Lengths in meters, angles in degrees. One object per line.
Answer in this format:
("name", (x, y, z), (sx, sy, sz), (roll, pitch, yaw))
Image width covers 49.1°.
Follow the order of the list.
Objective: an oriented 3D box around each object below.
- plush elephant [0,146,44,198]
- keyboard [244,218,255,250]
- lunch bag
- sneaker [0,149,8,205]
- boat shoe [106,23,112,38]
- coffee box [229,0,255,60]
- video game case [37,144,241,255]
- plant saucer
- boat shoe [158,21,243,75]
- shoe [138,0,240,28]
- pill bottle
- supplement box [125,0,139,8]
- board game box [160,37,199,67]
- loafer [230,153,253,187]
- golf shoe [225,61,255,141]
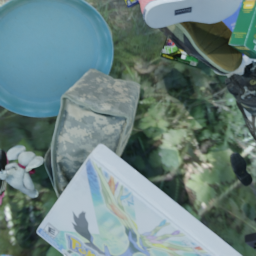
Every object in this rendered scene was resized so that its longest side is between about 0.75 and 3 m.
("plush elephant", (-1.832, 0.709, 4.962), (0.720, 0.874, 0.677), (35, 75, 23))
("keyboard", (2.791, 1.726, 4.605), (1.271, 2.001, 0.206), (39, 46, -7))
("lunch bag", (-0.750, 0.255, 5.784), (1.423, 2.421, 1.986), (18, 27, 0))
("sneaker", (-3.012, 1.469, 4.871), (1.168, 1.086, 2.705), (15, 63, -9))
("boat shoe", (-1.563, -2.279, 6.441), (0.886, 2.942, 1.049), (21, 107, 34))
("coffee box", (2.426, -2.146, 5.147), (0.349, 0.975, 1.585), (22, 102, 44))
("video game case", (0.079, 1.992, 4.518), (2.943, 2.683, 0.324), (39, 38, 1))
("plant saucer", (-1.595, -1.389, 5.659), (2.687, 2.687, 0.368), (-27, 49, -9))
("boat shoe", (1.349, -2.048, 6.018), (2.477, 0.814, 0.885), (45, 72, 5))
("shoe", (1.042, -2.278, 4.972), (1.712, 0.612, 0.779), (-10, 53, -4))
("pill bottle", (2.479, -2.155, 6.537), (1.481, 1.481, 2.644), (-28, 102, -10))
("supplement box", (0.156, -3.407, 6.279), (0.611, 0.607, 1.115), (-33, 110, -23))
("board game box", (2.070, -3.339, 9.642), (1.288, 0.288, 2.458), (18, 72, 4))
("loafer", (2.258, 0.825, 5.756), (0.310, 0.308, 0.851), (-30, 114, -3))
("golf shoe", (2.875, 0.047, 5.045), (1.150, 1.398, 2.958), (-26, 45, 16))
